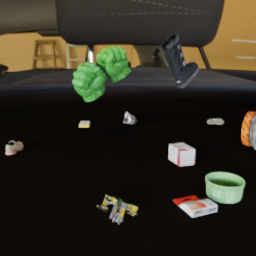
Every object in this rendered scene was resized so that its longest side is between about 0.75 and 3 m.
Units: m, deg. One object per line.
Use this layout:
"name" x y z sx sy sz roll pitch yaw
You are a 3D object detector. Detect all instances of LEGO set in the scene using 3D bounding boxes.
"LEGO set" -0.244 1.895 6.386 0.849 0.492 0.653 14 -10 35

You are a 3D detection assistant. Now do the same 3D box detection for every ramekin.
"ramekin" 2.516 1.573 7.343 0.984 0.480 0.984 0 13 0

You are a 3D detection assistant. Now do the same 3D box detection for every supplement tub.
"supplement tub" 5.835 0.225 10.341 2.827 1.732 1.732 11 18 40

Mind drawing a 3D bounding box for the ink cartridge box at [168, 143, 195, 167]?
"ink cartridge box" 1.861 0.928 9.835 0.596 0.593 0.820 -5 14 -21

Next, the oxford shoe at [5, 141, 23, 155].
"oxford shoe" -4.479 0.707 11.106 0.417 0.435 1.177 0 13 -1

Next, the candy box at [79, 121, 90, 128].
"candy box" -2.428 -0.201 15.592 0.530 0.137 1.037 2 13 -4

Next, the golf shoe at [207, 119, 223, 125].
"golf shoe" 4.945 -0.372 15.933 0.901 0.353 0.438 2 8 6

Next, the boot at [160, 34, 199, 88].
"boot" 1.963 -2.660 10.484 0.603 1.836 1.514 -2 41 40

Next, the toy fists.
"toy fists" -0.748 -1.610 8.027 1.896 0.966 0.652 -40 32 -17

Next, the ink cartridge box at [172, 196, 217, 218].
"ink cartridge box" 1.620 1.831 6.853 0.715 0.221 0.881 -5 17 -22

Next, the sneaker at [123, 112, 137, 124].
"sneaker" 0.133 -0.455 16.039 0.681 0.634 1.578 17 13 -10
